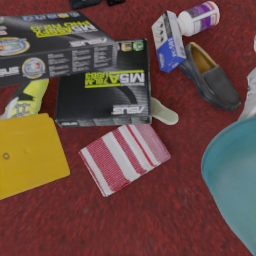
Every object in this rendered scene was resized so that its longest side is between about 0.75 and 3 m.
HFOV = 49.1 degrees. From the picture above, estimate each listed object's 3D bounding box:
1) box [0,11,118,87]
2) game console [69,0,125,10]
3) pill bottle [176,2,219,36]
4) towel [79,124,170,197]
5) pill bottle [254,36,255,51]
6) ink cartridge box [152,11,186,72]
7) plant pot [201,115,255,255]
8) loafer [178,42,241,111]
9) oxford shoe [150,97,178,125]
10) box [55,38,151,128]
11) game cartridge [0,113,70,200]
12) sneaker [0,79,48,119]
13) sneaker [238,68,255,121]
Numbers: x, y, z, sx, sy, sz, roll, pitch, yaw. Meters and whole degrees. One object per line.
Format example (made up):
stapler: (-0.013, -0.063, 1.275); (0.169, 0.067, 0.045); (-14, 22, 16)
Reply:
box: (-1.872, -1.832, 6.051); (2.650, 0.587, 2.123); (-16, 44, -25)
game console: (-1.167, -4.862, 10.224); (2.040, 0.246, 1.203); (-18, 70, -8)
pill bottle: (2.270, -3.629, 9.442); (1.448, 0.814, 0.814); (-25, 71, -9)
towel: (-0.095, 0.742, 8.104); (2.232, 0.254, 1.608); (-30, 71, -10)
pill bottle: (3.008, -1.882, 5.737); (0.660, 1.169, 0.660); (0, 87, 9)
ink cartridge box: (1.296, -2.804, 9.092); (0.393, 0.836, 1.778); (6, 66, -33)
plant pot: (2.611, 1.226, 4.836); (2.239, 2.239, 2.104); (0, 32, 0)
loafer: (2.513, -1.573, 8.616); (0.915, 0.908, 2.513); (-39, 75, -15)
oxford shoe: (0.945, -0.498, 8.513); (1.391, 0.402, 0.523); (34, 91, 27)
box: (-0.718, -1.395, 8.590); (2.798, 0.665, 2.702); (-2, 67, 6)
game cartridge: (-1.862, 0.442, 4.983); (1.477, 0.240, 1.302); (-13, 82, -49)
sneaker: (-3.028, -0.348, 8.218); (1.018, 1.004, 2.664); (30, 82, 3)
sneaker: (2.640, -0.783, 5.553); (0.706, 0.644, 1.722); (36, 101, 43)
